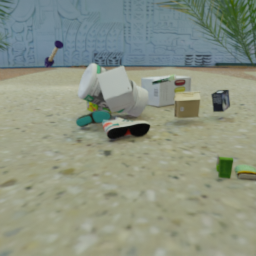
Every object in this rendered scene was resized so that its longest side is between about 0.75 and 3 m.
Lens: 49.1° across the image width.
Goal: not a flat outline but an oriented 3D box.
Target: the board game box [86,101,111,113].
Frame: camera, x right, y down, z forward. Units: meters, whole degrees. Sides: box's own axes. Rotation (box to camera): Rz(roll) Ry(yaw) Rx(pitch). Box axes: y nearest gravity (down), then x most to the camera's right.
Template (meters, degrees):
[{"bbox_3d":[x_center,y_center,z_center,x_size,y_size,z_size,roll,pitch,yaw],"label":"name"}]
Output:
[{"bbox_3d":[-0.711,-1.176,13.725,2.369,0.564,1.203,-9,18,-29],"label":"board game box"}]

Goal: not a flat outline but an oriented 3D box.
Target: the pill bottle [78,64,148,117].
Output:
[{"bbox_3d":[-0.600,-1.506,11.852,2.705,1.530,1.530,20,8,-24],"label":"pill bottle"}]

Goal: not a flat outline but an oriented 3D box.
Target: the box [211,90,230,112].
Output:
[{"bbox_3d":[3.928,-1.146,11.829,0.486,0.782,0.788,4,22,42],"label":"box"}]

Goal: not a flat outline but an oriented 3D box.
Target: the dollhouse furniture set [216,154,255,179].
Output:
[{"bbox_3d":[2.641,0.886,6.713,0.959,0.481,0.628,3,16,12],"label":"dollhouse furniture set"}]

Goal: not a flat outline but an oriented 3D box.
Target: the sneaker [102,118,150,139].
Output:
[{"bbox_3d":[-0.068,-0.107,9.503,1.711,0.602,0.800,-7,40,-29],"label":"sneaker"}]

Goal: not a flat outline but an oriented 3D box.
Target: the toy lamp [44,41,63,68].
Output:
[{"bbox_3d":[-2.424,-2.341,9.012,0.329,0.329,1.129,-15,-17,-42],"label":"toy lamp"}]

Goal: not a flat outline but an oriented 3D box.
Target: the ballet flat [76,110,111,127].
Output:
[{"bbox_3d":[-1.239,-0.392,10.364,1.447,0.537,0.537,-10,13,18],"label":"ballet flat"}]

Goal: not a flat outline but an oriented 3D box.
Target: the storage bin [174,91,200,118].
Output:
[{"bbox_3d":[2.351,-0.908,11.230,1.007,1.014,0.475,-2,49,6],"label":"storage bin"}]

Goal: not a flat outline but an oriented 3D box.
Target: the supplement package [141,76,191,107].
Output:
[{"bbox_3d":[2.094,-2.063,15.216,2.513,1.429,1.376,-13,19,-37],"label":"supplement package"}]

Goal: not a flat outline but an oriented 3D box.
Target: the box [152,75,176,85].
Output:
[{"bbox_3d":[1.423,-1.912,11.105,0.907,0.165,0.655,-13,13,18],"label":"box"}]

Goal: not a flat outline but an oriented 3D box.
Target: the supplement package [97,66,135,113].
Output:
[{"bbox_3d":[-0.391,-1.317,9.909,0.980,0.968,1.616,-18,-12,0],"label":"supplement package"}]
